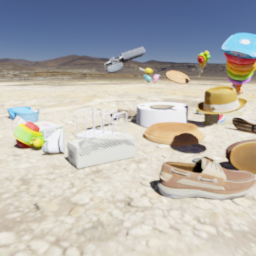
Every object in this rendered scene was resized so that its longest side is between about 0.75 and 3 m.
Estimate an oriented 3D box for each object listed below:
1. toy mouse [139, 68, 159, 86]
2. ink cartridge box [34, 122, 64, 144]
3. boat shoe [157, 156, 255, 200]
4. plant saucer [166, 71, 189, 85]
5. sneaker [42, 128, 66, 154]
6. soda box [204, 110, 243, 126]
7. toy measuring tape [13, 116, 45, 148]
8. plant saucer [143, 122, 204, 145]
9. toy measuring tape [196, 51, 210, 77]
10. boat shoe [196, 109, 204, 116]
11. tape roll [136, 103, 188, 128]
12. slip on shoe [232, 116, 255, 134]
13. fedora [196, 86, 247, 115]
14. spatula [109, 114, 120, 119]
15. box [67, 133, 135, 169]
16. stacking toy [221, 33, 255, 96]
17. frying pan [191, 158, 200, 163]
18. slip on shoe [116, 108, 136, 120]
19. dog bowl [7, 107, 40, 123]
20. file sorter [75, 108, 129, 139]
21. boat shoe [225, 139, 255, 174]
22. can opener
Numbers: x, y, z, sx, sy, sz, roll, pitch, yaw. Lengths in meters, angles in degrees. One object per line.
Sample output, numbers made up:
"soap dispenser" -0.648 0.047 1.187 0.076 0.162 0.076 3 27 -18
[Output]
"toy mouse" 1.162 -2.482 13.774 1.141 1.014 0.221 5 -26 -28
"ink cartridge box" -3.930 0.143 12.509 2.084 0.618 1.082 12 18 41
"boat shoe" 2.052 1.247 7.240 2.580 0.926 0.977 -1 14 -5
"plant saucer" 2.305 -2.359 13.007 1.121 0.181 1.121 10 35 -7
"sneaker" -2.866 0.502 10.953 0.785 0.745 1.950 -11 13 -7
"soda box" 5.240 -0.598 15.412 2.054 0.695 0.657 -4 14 -16
"toy measuring tape" -4.312 0.044 11.365 1.061 1.061 2.884 -12 31 -40
"plant saucer" 2.043 0.175 12.645 2.703 0.506 2.703 1 14 0
"toy measuring tape" 3.116 -2.785 12.044 0.478 1.301 0.478 6 53 -7
"boat shoe" 5.335 -1.151 17.556 2.142 0.769 0.811 5 14 21
"tape roll" 1.851 -0.716 15.262 2.839 0.993 2.839 0 13 0
"slip on shoe" 5.927 -0.128 13.393 0.573 0.720 1.893 -17 24 -37
"fedora" 3.075 -0.991 9.364 1.668 0.680 1.668 -12 20 4
"spatula" -0.860 -0.697 16.925 0.533 0.194 1.885 -2 13 -15
"box" -0.901 0.748 9.679 2.234 0.764 0.918 -9 16 -33
"stacking toy" 5.051 -2.592 12.681 1.677 2.889 1.585 23 53 29
"frying pan" 2.393 1.152 9.440 0.454 0.122 0.750 0 10 4
"slip on shoe" 0.107 -0.859 16.850 1.755 0.532 0.667 7 15 28
"dog bowl" -6.101 -0.769 16.322 1.385 0.616 2.485 -12 19 -40
"file sorter" -1.148 -0.148 12.437 1.979 1.232 1.373 8 16 27
"boat shoe" 4.316 0.835 8.923 2.912 1.025 1.024 4 13 -15
"can opener" -0.110 -2.740 11.532 1.925 0.644 0.514 -24 2 -22
